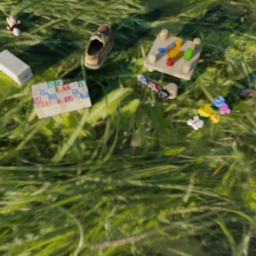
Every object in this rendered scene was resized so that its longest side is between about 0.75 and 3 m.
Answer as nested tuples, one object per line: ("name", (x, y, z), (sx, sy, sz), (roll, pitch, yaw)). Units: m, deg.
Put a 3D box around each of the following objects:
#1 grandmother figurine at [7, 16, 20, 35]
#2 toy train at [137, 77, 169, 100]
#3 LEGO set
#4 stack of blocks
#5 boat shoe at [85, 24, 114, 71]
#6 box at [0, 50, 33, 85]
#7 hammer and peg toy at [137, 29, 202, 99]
("grandmother figurine", (-5.122, -4.584, 12.610), (0.642, 0.320, 1.058), (-33, 66, 12))
("toy train", (0.952, -1.553, 10.664), (1.474, 0.338, 0.251), (35, 36, 18))
("LEGO set", (3.084, -0.496, 10.095), (1.739, 0.663, 0.714), (-31, 65, -15))
("stack of blocks", (-2.502, -1.187, 10.510), (1.979, 0.580, 1.140), (-14, 60, -8))
("boat shoe", (-1.173, -3.497, 11.643), (0.903, 0.881, 2.387), (10, 61, 6))
("box", (-4.604, -2.429, 11.225), (1.450, 0.564, 0.689), (37, 67, 19))
("hammer and peg toy", (1.642, -2.621, 11.105), (2.002, 0.960, 2.722), (21, 63, 11))
